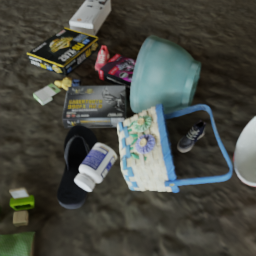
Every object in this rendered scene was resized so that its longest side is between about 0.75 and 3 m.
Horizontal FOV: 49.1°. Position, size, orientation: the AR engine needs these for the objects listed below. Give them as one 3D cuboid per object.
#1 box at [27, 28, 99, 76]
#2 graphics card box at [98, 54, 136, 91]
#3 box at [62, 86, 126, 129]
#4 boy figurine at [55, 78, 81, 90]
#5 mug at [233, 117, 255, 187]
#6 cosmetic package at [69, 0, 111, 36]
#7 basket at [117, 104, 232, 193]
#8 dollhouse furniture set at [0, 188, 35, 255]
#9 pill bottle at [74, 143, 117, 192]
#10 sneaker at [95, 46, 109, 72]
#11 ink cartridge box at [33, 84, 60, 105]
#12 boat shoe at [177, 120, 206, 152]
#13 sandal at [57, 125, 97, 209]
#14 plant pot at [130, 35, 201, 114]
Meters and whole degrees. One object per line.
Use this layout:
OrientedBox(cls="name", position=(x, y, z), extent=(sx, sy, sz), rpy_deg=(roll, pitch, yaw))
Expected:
OrientedBox(cls="box", position=(-2.801, -3.424, 12.385), extent=(2.008, 0.620, 2.514), rpy_deg=(24, 53, 20))
OrientedBox(cls="graphics card box", position=(0.037, -2.165, 11.302), extent=(2.130, 0.542, 1.336), rpy_deg=(27, 53, 22))
OrientedBox(cls="box", position=(-1.150, -0.778, 10.068), extent=(2.168, 0.524, 1.717), rpy_deg=(0, 49, -1))
OrientedBox(cls="boy figurine", position=(-2.378, -1.710, 11.046), extent=(1.011, 0.326, 0.629), rpy_deg=(-4, 63, 0))
OrientedBox(cls="mug", position=(4.475, 0.894, 7.261), extent=(2.995, 1.998, 2.658), rpy_deg=(24, 13, -13))
OrientedBox(cls="cosmetic package", position=(-1.894, -5.819, 14.452), extent=(1.218, 0.747, 2.952), rpy_deg=(10, 49, 10))
OrientedBox(cls="basket", position=(1.189, 0.571, 7.867), extent=(2.836, 1.973, 2.501), rpy_deg=(-11, 48, 3))
OrientedBox(cls="dollhouse furniture set", position=(-3.024, 2.505, 6.819), extent=(1.275, 0.976, 1.946), rpy_deg=(-7, 48, -6))
OrientedBox(cls="pill bottle", position=(-0.926, 1.109, 7.816), extent=(0.735, 0.735, 1.228), rpy_deg=(24, 60, 20))
OrientedBox(cls="sneaker", position=(-1.149, -2.967, 11.963), extent=(0.528, 0.621, 1.431), rpy_deg=(4, 51, 4))
OrientedBox(cls="ink cartridge box", position=(-3.102, -1.299, 10.753), extent=(0.867, 0.208, 0.631), rpy_deg=(-36, 57, -28))
OrientedBox(cls="boat shoe", position=(2.070, 0.229, 9.125), extent=(0.474, 0.589, 1.271), rpy_deg=(33, 56, 26))
OrientedBox(cls="sandal", position=(-1.478, 0.976, 8.434), extent=(1.093, 0.616, 2.875), rpy_deg=(-2, 48, -2))
OrientedBox(cls="plant pot", position=(1.369, -1.574, 9.310), extent=(1.773, 2.647, 2.647), rpy_deg=(15, 50, 16))
